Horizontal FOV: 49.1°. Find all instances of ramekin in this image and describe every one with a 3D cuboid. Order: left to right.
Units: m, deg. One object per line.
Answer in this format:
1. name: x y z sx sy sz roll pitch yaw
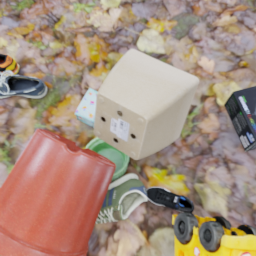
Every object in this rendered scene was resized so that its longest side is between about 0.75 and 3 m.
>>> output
1. ramekin: -0.637 0.983 8.585 1.380 0.674 1.380 -1 58 2

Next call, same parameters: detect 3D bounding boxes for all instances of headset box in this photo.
1. headset box: 4.550 -0.442 9.096 2.091 0.970 1.821 -14 69 -5

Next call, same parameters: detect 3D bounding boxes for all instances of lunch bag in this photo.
1. lunch bag: -0.934 -0.536 9.221 1.286 0.784 1.095 25 72 11

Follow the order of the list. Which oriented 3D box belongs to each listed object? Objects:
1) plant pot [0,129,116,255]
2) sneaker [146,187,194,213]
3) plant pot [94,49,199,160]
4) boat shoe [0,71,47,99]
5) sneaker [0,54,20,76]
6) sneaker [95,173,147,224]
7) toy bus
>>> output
1. plant pot: -1.712 1.604 6.384 2.727 2.727 2.653 25 86 10
2. sneaker: 1.230 2.046 8.169 1.479 0.827 0.540 19 69 8
3. plant pot: 0.240 -0.455 7.179 2.079 2.077 1.841 30 45 20
4. boat shoe: -4.023 -1.457 9.636 2.333 0.721 0.874 7 68 3
5. sneaker: -5.017 -2.375 9.875 2.141 0.963 0.749 5 68 2
6. sneaker: -0.486 2.231 7.848 2.323 0.779 1.043 -32 36 -11
7. toy bus: 1.963 3.148 6.619 1.430 2.108 2.024 16 78 -23
